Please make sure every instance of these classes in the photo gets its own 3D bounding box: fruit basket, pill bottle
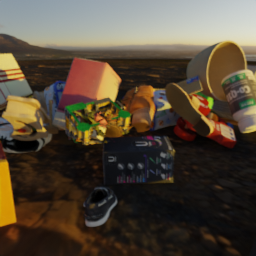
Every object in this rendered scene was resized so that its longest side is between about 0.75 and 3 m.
[{"bbox_3d":[3.833,-1.519,15.150,1.605,1.158,1.605,-6,34,4],"label":"fruit basket"},{"bbox_3d":[4.722,-1.042,11.304,1.294,2.288,1.294,-12,-18,-4],"label":"pill bottle"}]

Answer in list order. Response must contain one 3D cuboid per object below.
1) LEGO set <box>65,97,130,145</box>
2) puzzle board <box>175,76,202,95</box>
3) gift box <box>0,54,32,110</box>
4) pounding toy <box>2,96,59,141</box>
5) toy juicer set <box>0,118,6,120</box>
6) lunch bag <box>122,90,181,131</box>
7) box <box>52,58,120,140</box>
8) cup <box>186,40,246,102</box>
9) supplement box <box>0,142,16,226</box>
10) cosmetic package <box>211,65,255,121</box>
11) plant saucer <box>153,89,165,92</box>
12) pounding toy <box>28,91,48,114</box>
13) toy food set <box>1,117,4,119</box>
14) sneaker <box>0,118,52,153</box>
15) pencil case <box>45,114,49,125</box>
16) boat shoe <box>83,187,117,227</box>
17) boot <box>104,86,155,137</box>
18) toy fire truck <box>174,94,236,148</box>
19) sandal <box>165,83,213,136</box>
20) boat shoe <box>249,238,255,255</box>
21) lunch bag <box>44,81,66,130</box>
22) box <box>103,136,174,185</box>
[{"bbox_3d":[-0.933,-0.011,8.146,1.965,1.139,1.511,-26,50,-36],"label":"LEGO set"},{"bbox_3d":[2.335,-1.601,11.350,1.228,0.107,0.925,-19,43,20],"label":"puzzle board"},{"bbox_3d":[-6.727,-2.105,13.229,2.615,2.834,2.647,-28,10,17],"label":"gift box"},{"bbox_3d":[-3.102,-0.390,8.722,1.266,1.270,2.214,-2,-26,6],"label":"pounding toy"},{"bbox_3d":[-5.636,0.169,10.714,2.550,0.694,1.622,-24,13,-42],"label":"toy juicer set"},{"bbox_3d":[1.177,-0.940,12.573,2.068,1.506,2.432,-12,30,-34],"label":"lunch bag"},{"bbox_3d":[-1.363,-0.943,9.654,1.308,2.400,1.535,14,-7,19],"label":"box"},{"bbox_3d":[3.662,-2.463,12.367,2.513,2.513,1.797,-12,14,-32],"label":"cup"},{"bbox_3d":[-3.154,1.203,6.128,0.972,1.443,1.463,-10,21,-27],"label":"supplement box"},{"bbox_3d":[5.138,-1.621,12.992,1.122,2.487,1.328,29,-4,-37],"label":"cosmetic package"},{"bbox_3d":[2.448,-2.039,17.533,1.855,0.449,1.855,3,19,8],"label":"plant saucer"},{"bbox_3d":[-4.406,-1.064,13.095,1.369,1.365,2.387,-17,24,-39],"label":"pounding toy"},{"bbox_3d":[-5.046,-0.428,12.176,1.648,0.331,1.138,-26,-11,-47],"label":"toy food set"},{"bbox_3d":[-4.206,0.287,9.508,2.977,1.097,1.191,-1,20,-3],"label":"sneaker"},{"bbox_3d":[-3.122,-0.372,12.124,1.458,0.633,0.569,-8,-9,-27],"label":"pencil case"},{"bbox_3d":[-0.634,1.596,6.249,0.595,0.486,1.612,-6,9,11],"label":"boat shoe"},{"bbox_3d":[-0.206,-0.707,11.026,2.613,0.963,2.021,-3,51,16],"label":"boot"},{"bbox_3d":[3.053,-0.163,10.806,2.114,1.411,2.517,27,22,6],"label":"toy fire truck"},{"bbox_3d":[2.131,-0.694,9.461,2.133,0.782,0.702,50,47,7],"label":"sandal"},{"bbox_3d":[2.936,1.869,5.082,2.969,1.086,0.930,-30,-6,-38],"label":"boat shoe"},{"bbox_3d":[-2.162,-0.924,11.246,0.927,1.966,2.453,-16,-8,36],"label":"lunch bag"},{"bbox_3d":[0.250,0.872,7.831,1.878,0.996,1.148,-2,18,-3],"label":"box"}]
